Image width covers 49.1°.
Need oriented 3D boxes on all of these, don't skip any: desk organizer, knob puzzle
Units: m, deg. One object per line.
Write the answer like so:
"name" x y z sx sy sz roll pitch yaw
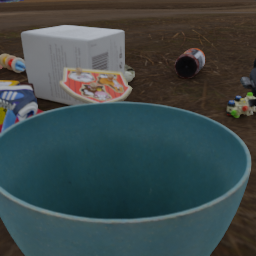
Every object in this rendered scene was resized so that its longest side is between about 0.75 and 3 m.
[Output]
"desk organizer" -4.160 -0.891 8.593 2.433 0.873 0.937 7 30 13
"knob puzzle" -0.616 -0.874 5.545 1.601 0.222 1.601 9 35 -6

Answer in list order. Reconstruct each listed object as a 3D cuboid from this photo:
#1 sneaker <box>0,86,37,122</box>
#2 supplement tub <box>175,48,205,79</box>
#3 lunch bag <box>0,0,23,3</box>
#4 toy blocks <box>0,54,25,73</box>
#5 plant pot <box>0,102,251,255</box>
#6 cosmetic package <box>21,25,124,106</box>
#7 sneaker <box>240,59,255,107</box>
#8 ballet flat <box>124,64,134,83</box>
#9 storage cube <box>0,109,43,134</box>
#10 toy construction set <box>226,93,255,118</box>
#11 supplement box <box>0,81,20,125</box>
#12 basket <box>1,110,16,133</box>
"sneaker" -1.856 -0.344 4.446 0.796 0.321 0.583 -11 71 -23
"supplement tub" 2.777 -2.892 12.277 1.030 1.030 1.927 12 29 22
"lunch bag" -3.856 -3.876 7.531 1.442 1.080 1.696 -4 -5 4
"toy blocks" -5.427 -2.743 12.367 1.839 0.668 1.533 23 35 37
"plant pot" -0.112 0.994 3.647 2.875 1.936 2.875 1 23 0
"cosmetic package" -1.775 -2.196 9.617 2.671 2.202 2.204 15 31 24
"sneaker" 2.295 -0.819 3.537 1.697 2.426 0.943 -9 64 -2
"ballet flat" -0.101 -2.161 11.357 0.720 0.648 1.911 15 26 7
"storage cube" -2.007 0.339 5.941 0.996 1.165 1.047 19 39 31
"toy construction set" 3.565 -0.627 8.340 1.012 0.711 1.543 24 25 37
"supplement box" -3.635 -0.328 7.064 1.102 1.109 2.025 6 33 11
"basket" -3.063 0.274 5.010 2.468 1.717 2.176 -28 33 10
